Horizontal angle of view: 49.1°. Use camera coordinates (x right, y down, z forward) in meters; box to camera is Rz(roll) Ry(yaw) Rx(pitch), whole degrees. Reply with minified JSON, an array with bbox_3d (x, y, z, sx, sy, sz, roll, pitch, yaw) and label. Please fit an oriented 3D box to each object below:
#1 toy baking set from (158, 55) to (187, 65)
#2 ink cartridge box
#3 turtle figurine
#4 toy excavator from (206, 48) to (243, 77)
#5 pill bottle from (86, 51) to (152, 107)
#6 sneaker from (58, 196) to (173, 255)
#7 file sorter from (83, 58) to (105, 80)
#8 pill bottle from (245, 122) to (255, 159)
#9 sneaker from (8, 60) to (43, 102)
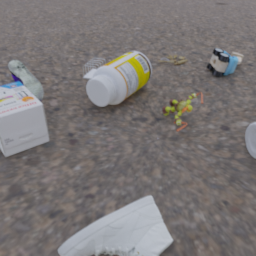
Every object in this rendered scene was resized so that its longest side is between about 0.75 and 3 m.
[{"bbox_3d":[2.213,-3.338,13.916,1.410,0.164,1.082,-27,39,-34],"label":"toy baking set"},{"bbox_3d":[-3.420,-0.322,8.369,1.356,1.333,1.842,-24,42,-31],"label":"ink cartridge box"},{"bbox_3d":[1.657,-0.607,9.179,1.557,0.502,1.256,-58,29,-12],"label":"turtle figurine"},{"bbox_3d":[4.667,-3.035,12.933,1.941,0.970,1.888,7,35,-13],"label":"toy excavator"},{"bbox_3d":[-0.326,-1.813,10.474,1.458,1.458,2.669,20,39,27],"label":"pill bottle"},{"bbox_3d":[-0.141,2.157,5.044,2.000,0.737,1.156,-22,67,-19],"label":"sneaker"},{"bbox_3d":[-1.483,-2.614,12.402,0.707,0.634,1.018,11,36,16],"label":"file sorter"},{"bbox_3d":[4.369,0.277,7.755,1.877,1.043,1.043,-6,35,-8],"label":"pill bottle"},{"bbox_3d":[-3.564,-1.537,9.904,0.588,0.841,1.691,-34,85,-26],"label":"sneaker"}]
